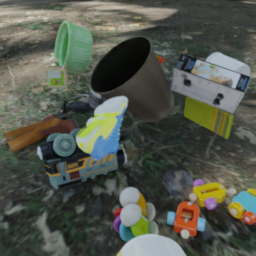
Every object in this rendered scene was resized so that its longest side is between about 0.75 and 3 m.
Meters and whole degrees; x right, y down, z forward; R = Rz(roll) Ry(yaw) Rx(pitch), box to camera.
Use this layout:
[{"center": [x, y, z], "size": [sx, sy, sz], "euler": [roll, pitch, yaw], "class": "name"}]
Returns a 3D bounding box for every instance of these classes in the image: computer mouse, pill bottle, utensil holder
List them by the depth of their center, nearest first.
[{"center": [-1.006, -1.767, 11.714], "size": [1.135, 2.138, 1.135], "euler": [8, 52, -10], "class": "pill bottle"}, {"center": [-2.362, -0.973, 12.383], "size": [1.280, 0.337, 0.886], "euler": [4, 40, 5], "class": "computer mouse"}, {"center": [4.956, -2.818, 14.247], "size": [1.561, 1.561, 1.837], "euler": [-18, 38, -26], "class": "utensil holder"}]

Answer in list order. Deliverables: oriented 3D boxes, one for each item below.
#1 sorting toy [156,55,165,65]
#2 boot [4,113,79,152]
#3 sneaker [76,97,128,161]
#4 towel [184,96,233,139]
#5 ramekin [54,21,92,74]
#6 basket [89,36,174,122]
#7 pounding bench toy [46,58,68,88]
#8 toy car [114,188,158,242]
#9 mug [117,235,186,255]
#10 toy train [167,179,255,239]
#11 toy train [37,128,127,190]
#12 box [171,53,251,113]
[{"center": [1.259, -2.778, 11.448], "size": [0.382, 0.380, 1.103], "euler": [-42, 3, 10], "class": "sorting toy"}, {"center": [-3.104, 0.235, 10.138], "size": [2.375, 0.813, 2.236], "euler": [-22, 39, -29], "class": "boot"}, {"center": [-0.590, 0.051, 8.067], "size": [0.827, 1.147, 2.184], "euler": [5, 41, 40], "class": "sneaker"}, {"center": [3.050, -0.445, 10.969], "size": [0.204, 0.971, 2.255], "euler": [-16, 33, -32], "class": "towel"}, {"center": [-2.449, -3.478, 12.477], "size": [1.105, 2.262, 2.262], "euler": [4, 28, -29], "class": "ramekin"}, {"center": [0.413, -1.543, 10.550], "size": [2.593, 2.876, 1.956], "euler": [-36, 50, 12], "class": "basket"}, {"center": [-2.845, -2.303, 11.320], "size": [0.728, 1.173, 0.915], "euler": [-2, 25, -6], "class": "pounding bench toy"}, {"center": [0.085, 2.232, 6.950], "size": [0.977, 1.141, 1.303], "euler": [-31, 30, 16], "class": "toy car"}, {"center": [0.300, 3.007, 4.895], "size": [2.407, 1.928, 1.976], "euler": [0, 24, -12], "class": "mug"}, {"center": [2.353, 2.261, 7.104], "size": [2.589, 0.720, 1.945], "euler": [5, 34, 14], "class": "toy train"}, {"center": [-1.281, 0.801, 8.489], "size": [2.767, 1.577, 1.179], "euler": [-12, 7, -30], "class": "toy train"}, {"center": [2.811, -1.544, 9.863], "size": [2.443, 1.425, 0.735], "euler": [24, 69, 15], "class": "box"}]
